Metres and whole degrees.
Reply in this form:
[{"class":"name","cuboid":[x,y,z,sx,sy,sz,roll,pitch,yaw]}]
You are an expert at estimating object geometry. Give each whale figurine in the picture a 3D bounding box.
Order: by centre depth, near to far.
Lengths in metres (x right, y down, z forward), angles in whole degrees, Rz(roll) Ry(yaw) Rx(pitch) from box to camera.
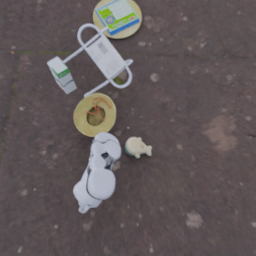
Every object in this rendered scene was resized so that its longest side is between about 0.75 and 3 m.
[{"class":"whale figurine","cuboid":[0.366,0.788,10.619,1.058,0.549,0.842,16,60,-19]}]

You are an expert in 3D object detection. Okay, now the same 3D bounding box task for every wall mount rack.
[{"class":"wall mount rack","cuboid":[-1.234,-2.482,10.849,2.375,1.019,2.733,-40,110,-3]}]

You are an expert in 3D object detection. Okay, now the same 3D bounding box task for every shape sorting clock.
[{"class":"shape sorting clock","cuboid":[-0.487,-4.996,12.661,2.182,0.428,2.182,0,72,0]}]

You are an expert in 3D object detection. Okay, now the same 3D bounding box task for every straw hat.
[{"class":"straw hat","cuboid":[-1.218,-0.416,10.863,1.709,0.723,1.709,0,77,2]}]

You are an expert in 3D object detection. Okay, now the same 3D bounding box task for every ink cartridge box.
[{"class":"ink cartridge box","cuboid":[-2.086,-1.641,8.867,0.399,0.962,0.705,-36,58,-14]}]

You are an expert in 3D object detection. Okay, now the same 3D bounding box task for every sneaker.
[{"class":"sneaker","cuboid":[-1.071,1.425,9.194,1.024,1.567,2.726,26,37,-18]}]
